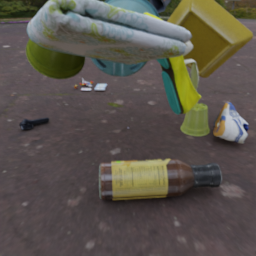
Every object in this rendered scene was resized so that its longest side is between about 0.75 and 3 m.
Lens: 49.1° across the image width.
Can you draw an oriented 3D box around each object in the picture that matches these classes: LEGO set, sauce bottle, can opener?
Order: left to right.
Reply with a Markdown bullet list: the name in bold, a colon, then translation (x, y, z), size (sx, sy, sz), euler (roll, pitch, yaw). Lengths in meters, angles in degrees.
- **can opener**: translation (-3.300, -0.172, 9.879), size (1.044, 0.411, 0.331), euler (-16, -8, -34)
- **LEGO set**: translation (-1.820, -2.084, 13.516), size (1.473, 0.362, 1.101), euler (1, 24, 3)
- **sauce bottle**: translation (0.724, 1.184, 6.530), size (2.783, 0.901, 0.901), euler (-1, 27, -5)

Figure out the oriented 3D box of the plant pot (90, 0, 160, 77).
- **plant pot**: translation (-0.140, -2.621, 8.147), size (2.314, 2.314, 2.266), euler (2, 26, 4)

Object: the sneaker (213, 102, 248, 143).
- **sneaker**: translation (3.476, -0.122, 9.390), size (0.993, 0.848, 2.254), euler (25, 33, 8)

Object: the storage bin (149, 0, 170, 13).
- **storage bin**: translation (1.056, -4.231, 9.064), size (0.552, 0.759, 0.510), euler (5, 48, 49)

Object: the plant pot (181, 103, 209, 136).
- **plant pot**: translation (2.301, -0.331, 9.458), size (0.973, 0.894, 0.973), euler (0, 26, 0)

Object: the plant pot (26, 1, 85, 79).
- **plant pot**: translation (-1.987, -2.702, 8.279), size (1.866, 1.797, 1.866), euler (9, 65, -20)

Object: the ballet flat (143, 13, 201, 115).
- **ballet flat**: translation (1.189, -1.627, 6.970), size (0.990, 2.953, 0.987), euler (-30, 38, -3)

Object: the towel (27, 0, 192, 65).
- **towel**: translation (-0.356, -1.410, 4.285), size (2.079, 0.501, 1.780), euler (4, 4, -28)

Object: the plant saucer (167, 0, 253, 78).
- **plant saucer**: translation (2.381, -2.963, 9.553), size (2.520, 2.519, 0.610), euler (37, 57, -5)
